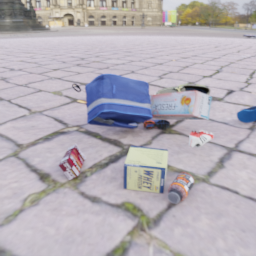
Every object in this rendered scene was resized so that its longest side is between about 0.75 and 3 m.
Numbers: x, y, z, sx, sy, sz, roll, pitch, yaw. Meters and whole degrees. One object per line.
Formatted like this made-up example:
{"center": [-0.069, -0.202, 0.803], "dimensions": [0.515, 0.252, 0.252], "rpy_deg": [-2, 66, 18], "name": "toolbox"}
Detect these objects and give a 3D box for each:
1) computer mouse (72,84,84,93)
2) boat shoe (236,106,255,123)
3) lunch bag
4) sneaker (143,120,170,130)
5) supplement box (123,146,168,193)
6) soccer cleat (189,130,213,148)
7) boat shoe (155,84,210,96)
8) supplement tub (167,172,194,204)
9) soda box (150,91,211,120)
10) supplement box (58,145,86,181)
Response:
{"center": [-2.139, -1.780, 14.111], "dimensions": [1.518, 0.445, 0.258], "rpy_deg": [25, 24, -11], "name": "computer mouse"}
{"center": [5.117, -0.550, 11.174], "dimensions": [0.586, 0.718, 1.706], "rpy_deg": [-23, 8, -22], "name": "boat shoe"}
{"center": [-0.285, -0.788, 10.350], "dimensions": [2.492, 1.649, 1.693], "rpy_deg": [6, -18, -32], "name": "lunch bag"}
{"center": [1.123, -0.182, 11.130], "dimensions": [1.114, 0.420, 0.437], "rpy_deg": [3, 16, -10], "name": "sneaker"}
{"center": [0.498, 1.109, 7.659], "dimensions": [1.095, 0.735, 1.094], "rpy_deg": [5, 26, 9], "name": "supplement box"}
{"center": [2.291, 0.365, 8.848], "dimensions": [0.421, 0.522, 1.226], "rpy_deg": [22, 13, 39], "name": "soccer cleat"}
{"center": [2.591, -1.632, 13.313], "dimensions": [2.670, 0.798, 0.954], "rpy_deg": [-1, 66, -11], "name": "boat shoe"}
{"center": [1.313, 1.529, 7.066], "dimensions": [0.489, 0.489, 0.914], "rpy_deg": [12, 26, 26], "name": "supplement tub"}
{"center": [1.760, -0.808, 10.759], "dimensions": [0.950, 0.883, 2.777], "rpy_deg": [12, -5, -35], "name": "soda box"}
{"center": [-1.610, 0.983, 8.158], "dimensions": [0.317, 0.566, 1.041], "rpy_deg": [-27, 19, 16], "name": "supplement box"}
